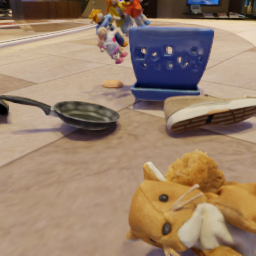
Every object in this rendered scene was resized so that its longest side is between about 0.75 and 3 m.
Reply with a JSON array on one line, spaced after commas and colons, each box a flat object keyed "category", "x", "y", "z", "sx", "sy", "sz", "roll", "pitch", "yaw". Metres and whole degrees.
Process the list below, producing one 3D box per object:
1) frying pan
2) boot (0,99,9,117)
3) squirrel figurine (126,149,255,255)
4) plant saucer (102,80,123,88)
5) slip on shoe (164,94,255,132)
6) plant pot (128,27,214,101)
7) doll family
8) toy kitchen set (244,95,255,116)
[{"category": "frying pan", "x": -1.518, "y": -0.339, "z": 6.940, "sx": 2.815, "sy": 0.458, "sz": 1.703, "roll": -3, "pitch": 23, "yaw": -36}, {"category": "boot", "x": -3.856, "y": -0.858, "z": 7.596, "sx": 1.434, "sy": 0.555, "sz": 0.992, "roll": 34, "pitch": -4, "yaw": -28}, {"category": "squirrel figurine", "x": 0.950, "y": 1.073, "z": 3.421, "sx": 1.927, "sy": 1.461, "sz": 2.064, "roll": 10, "pitch": 7, "yaw": -2}, {"category": "plant saucer", "x": -0.599, "y": -1.717, "z": 10.863, "sx": 0.843, "sy": 0.136, "sz": 0.843, "roll": 1, "pitch": 26, "yaw": 0}, {"category": "slip on shoe", "x": 2.169, "y": -0.525, "z": 7.220, "sx": 2.588, "sy": 0.984, "sz": 0.784, "roll": -11, "pitch": 63, "yaw": -7}, {"category": "plant pot", "x": 1.252, "y": -2.031, "z": 8.929, "sx": 2.398, "sy": 2.156, "sz": 2.398, "roll": 4, "pitch": 17, "yaw": 7}, {"category": "doll family", "x": -0.480, "y": -3.396, "z": 9.228, "sx": 1.132, "sy": 1.559, "sz": 2.512, "roll": 14, "pitch": 66, "yaw": 44}, {"category": "toy kitchen set", "x": 3.812, "y": -0.824, "z": 7.483, "sx": 1.359, "sy": 1.506, "sz": 1.229, "roll": 11, "pitch": 47, "yaw": 24}]
